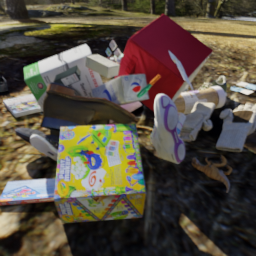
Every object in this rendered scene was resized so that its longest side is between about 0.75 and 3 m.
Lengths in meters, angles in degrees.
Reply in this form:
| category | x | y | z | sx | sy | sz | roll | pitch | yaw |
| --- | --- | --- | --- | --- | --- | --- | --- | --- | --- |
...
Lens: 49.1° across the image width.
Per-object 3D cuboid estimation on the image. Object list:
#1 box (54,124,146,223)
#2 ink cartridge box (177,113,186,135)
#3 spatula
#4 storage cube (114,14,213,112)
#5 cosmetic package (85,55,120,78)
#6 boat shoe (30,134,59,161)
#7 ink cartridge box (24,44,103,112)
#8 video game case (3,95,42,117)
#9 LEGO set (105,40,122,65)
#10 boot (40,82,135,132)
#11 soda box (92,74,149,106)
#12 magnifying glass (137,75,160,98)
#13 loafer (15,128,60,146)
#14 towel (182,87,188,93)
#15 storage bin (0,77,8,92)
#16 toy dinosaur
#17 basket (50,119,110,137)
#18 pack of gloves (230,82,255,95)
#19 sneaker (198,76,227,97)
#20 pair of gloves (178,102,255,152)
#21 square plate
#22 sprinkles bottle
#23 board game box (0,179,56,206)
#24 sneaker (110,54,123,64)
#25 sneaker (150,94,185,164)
| category | x | y | z | sx | sy | sz | roll | pitch | yaw |
| --- | --- | --- | --- | --- | --- | --- | --- | --- | --- |
| box | -0.698 | 1.084 | 7.027 | 1.993 | 1.262 | 2.069 | -2 | 49 | -5 |
| ink cartridge box | 1.719 | -0.163 | 10.313 | 0.563 | 0.329 | 0.778 | 7 | 68 | 49 |
| spatula | 1.635 | -1.777 | 8.668 | 0.101 | 0.870 | 1.252 | -29 | 59 | 21 |
| storage cube | 1.258 | -2.323 | 10.595 | 2.376 | 2.260 | 2.643 | 39 | 56 | 6 |
| cosmetic package | -0.800 | -1.911 | 8.618 | 0.987 | 0.361 | 0.511 | 33 | 37 | 30 |
| boat shoe | -2.462 | 0.574 | 8.672 | 0.475 | 1.384 | 0.392 | -22 | 44 | 23 |
| ink cartridge box | -2.489 | -1.881 | 11.352 | 2.719 | 1.984 | 1.143 | -23 | 40 | -4 |
| video game case | -4.516 | -1.121 | 13.046 | 2.034 | 0.234 | 1.853 | -18 | 32 | -32 |
| LEGO set | -0.459 | -2.695 | 10.728 | 0.315 | 0.960 | 1.285 | -32 | 2 | -22 |
| boot | -1.338 | -0.290 | 9.083 | 2.999 | 1.454 | 1.120 | 18 | -10 | -5 |
| soda box | -0.385 | -1.210 | 9.945 | 0.919 | 0.854 | 2.691 | -11 | 3 | -28 |
| magnifying glass | 0.535 | -1.080 | 7.349 | 0.091 | 0.811 | 0.323 | 49 | 18 | 12 |
| loafer | -2.950 | 0.460 | 9.353 | 1.789 | 0.564 | 0.643 | 14 | 17 | 6 |
| towel | 2.456 | -2.019 | 14.508 | 1.141 | 0.488 | 0.945 | 15 | 33 | 23 |
| storage bin | -6.991 | -2.330 | 15.046 | 0.746 | 0.518 | 1.104 | -17 | 33 | -29 |
| toy dinosaur | 2.624 | 1.345 | 8.195 | 0.956 | 0.543 | 1.799 | -33 | 29 | -14 |
| basket | -1.666 | -0.193 | 10.210 | 1.905 | 1.296 | 1.718 | 5 | 39 | 2 |
| pack of gloves | 6.180 | -2.016 | 14.869 | 1.074 | 0.252 | 1.279 | -26 | 32 | -21 |
| sneaker | 3.814 | -1.895 | 13.537 | 2.413 | 1.083 | 0.809 | -15 | 26 | -25 |
| pair of gloves | 3.136 | -0.227 | 10.160 | 2.763 | 0.484 | 2.349 | 12 | 46 | 42 |
| square plate | -1.272 | -1.094 | 12.700 | 2.782 | 0.399 | 2.809 | 22 | 35 | 31 |
| sprinkles bottle | 2.852 | -1.142 | 12.279 | 2.864 | 0.977 | 0.977 | -12 | 30 | -21 |
| board game box | -2.564 | 1.721 | 7.638 | 1.615 | 0.157 | 0.832 | -4 | 26 | -3 |
| sneaker | -0.763 | -4.217 | 18.126 | 2.620 | 0.964 | 1.546 | -10 | 33 | -39 |
| sneaker | 0.929 | 0.071 | 7.879 | 1.033 | 2.074 | 0.777 | 6 | 29 | 43 |
